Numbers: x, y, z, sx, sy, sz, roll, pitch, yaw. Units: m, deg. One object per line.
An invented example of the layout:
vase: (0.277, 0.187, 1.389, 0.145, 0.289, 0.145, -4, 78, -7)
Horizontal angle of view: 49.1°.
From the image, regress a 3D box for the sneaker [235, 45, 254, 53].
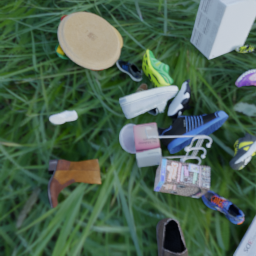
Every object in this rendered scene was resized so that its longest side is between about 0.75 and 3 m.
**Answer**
sneaker: (5.415, -3.659, 12.982, 0.930, 0.351, 0.355, 1, 13, -18)

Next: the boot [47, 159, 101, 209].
boot: (-1.746, 1.794, 9.135, 1.690, 0.579, 1.591, 3, 57, -15)

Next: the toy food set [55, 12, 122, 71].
toy food set: (-1.703, -3.853, 12.333, 2.922, 0.718, 2.952, 25, 63, -17)

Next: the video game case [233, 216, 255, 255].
video game case: (4.289, 3.728, 7.818, 2.217, 0.244, 2.021, 34, 61, 21)

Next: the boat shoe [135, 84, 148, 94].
boat shoe: (0.505, -1.349, 11.281, 0.471, 0.459, 1.244, 15, 56, 10)

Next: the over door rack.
over door rack: (1.490, 0.775, 9.113, 2.059, 1.521, 0.686, 8, 55, 2)

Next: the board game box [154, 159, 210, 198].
board game box: (1.631, 1.589, 8.652, 1.468, 1.171, 0.711, 9, 64, 2)

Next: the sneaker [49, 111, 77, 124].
sneaker: (-2.500, -0.448, 10.758, 1.022, 0.385, 0.452, -8, 43, -13)

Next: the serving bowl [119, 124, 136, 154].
serving bowl: (0.075, 0.408, 9.893, 1.044, 0.343, 1.044, 12, 71, -38)

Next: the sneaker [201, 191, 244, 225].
sneaker: (2.916, 2.346, 8.555, 1.416, 0.555, 0.533, 30, 67, 20)

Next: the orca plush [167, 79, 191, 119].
orca plush: (2.158, -1.001, 11.108, 1.003, 0.678, 1.906, -24, 34, 39)

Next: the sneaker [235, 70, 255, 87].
sneaker: (5.332, -2.001, 11.663, 1.723, 0.693, 0.762, -20, 72, -11)

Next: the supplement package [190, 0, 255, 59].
supplement package: (4.250, -4.752, 12.302, 2.079, 2.669, 1.480, -23, 60, -17)

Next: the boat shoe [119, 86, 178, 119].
boat shoe: (0.879, -0.952, 10.712, 2.759, 0.963, 0.983, -18, 97, -35)

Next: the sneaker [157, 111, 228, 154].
sneaker: (2.319, -0.116, 10.127, 2.674, 0.938, 1.042, -26, 63, -17)

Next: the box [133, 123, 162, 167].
box: (0.645, 0.574, 9.462, 0.820, 0.698, 1.282, -9, 56, 4)

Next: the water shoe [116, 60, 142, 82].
water shoe: (0.095, -2.620, 12.066, 0.522, 0.577, 1.461, -35, 65, -31)

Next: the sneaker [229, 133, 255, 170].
sneaker: (3.946, 0.806, 9.731, 1.743, 0.649, 0.737, -32, 54, -31)

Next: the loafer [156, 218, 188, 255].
loafer: (1.210, 3.589, 7.529, 0.902, 0.877, 2.470, -7, 55, -5)

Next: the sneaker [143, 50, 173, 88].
sneaker: (1.233, -2.480, 12.007, 0.884, 0.783, 2.115, -8, 57, -23)
